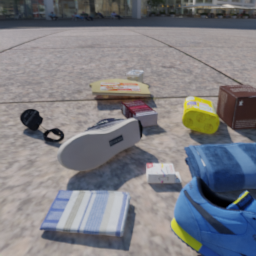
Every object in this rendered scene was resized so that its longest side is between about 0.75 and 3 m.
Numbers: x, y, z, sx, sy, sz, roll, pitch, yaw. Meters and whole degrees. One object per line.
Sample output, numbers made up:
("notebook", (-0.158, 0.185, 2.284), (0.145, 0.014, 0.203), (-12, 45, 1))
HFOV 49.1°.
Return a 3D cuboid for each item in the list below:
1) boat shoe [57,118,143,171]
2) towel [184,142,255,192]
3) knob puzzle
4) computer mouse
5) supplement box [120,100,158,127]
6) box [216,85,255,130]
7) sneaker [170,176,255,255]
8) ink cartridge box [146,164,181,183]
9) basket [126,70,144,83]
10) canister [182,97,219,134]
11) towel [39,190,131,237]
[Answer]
("boat shoe", (-0.972, 0.400, 8.235), (2.820, 1.053, 1.307), (-18, 17, -37))
("towel", (2.953, 0.923, 7.114), (2.823, 0.685, 1.576), (-1, 28, -4))
("knob puzzle", (-0.423, -1.856, 13.472), (3.193, 0.443, 3.193), (2, 22, -1))
("computer mouse", (-2.906, -0.041, 9.525), (2.346, 0.399, 0.688), (29, 77, 34))
("supplement box", (0.387, -0.571, 10.661), (0.878, 0.491, 1.614), (-9, 27, -19))
("box", (4.139, -0.807, 10.303), (1.230, 1.217, 1.483), (-3, 25, -6))
("sneaker", (2.070, 1.800, 4.345), (2.949, 1.156, 0.972), (28, 15, 29))
("ink cartridge box", (0.913, 1.159, 7.181), (0.870, 0.294, 0.507), (0, 25, -1))
("basket", (0.380, -2.691, 15.085), (0.687, 0.625, 1.013), (9, 25, 19))
("canister", (2.592, -0.519, 10.141), (1.234, 0.719, 1.661), (15, 26, 5))
("towel", (-0.835, 1.772, 5.938), (1.704, 0.203, 1.251), (1, 26, 7))
